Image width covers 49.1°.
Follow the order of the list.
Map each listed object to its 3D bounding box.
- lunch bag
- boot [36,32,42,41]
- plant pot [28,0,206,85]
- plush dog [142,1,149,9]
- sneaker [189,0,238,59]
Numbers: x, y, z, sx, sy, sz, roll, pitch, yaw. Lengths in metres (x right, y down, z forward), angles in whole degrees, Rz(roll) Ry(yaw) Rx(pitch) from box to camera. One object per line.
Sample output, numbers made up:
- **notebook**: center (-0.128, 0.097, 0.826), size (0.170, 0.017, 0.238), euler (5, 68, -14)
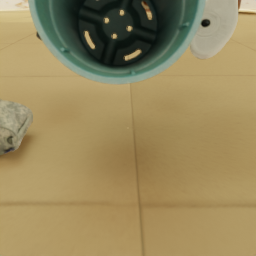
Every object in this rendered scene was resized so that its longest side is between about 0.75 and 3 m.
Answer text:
- **lunch bag**: center (-3.055, -0.024, 6.726), size (1.234, 1.025, 1.471), euler (-2, 28, 0)
- **boot**: center (-2.084, -2.651, 8.439), size (1.085, 0.432, 1.316), euler (34, 14, -12)
- **plant pot**: center (-0.212, -2.211, 5.398), size (2.655, 2.655, 2.600), euler (-1, 10, -2)
- **plush dog**: center (0.699, -4.227, 8.487), size (1.089, 1.166, 1.357), euler (22, 26, 11)
- **sneaker**: center (2.009, -2.428, 6.397), size (0.879, 2.405, 1.345), euler (17, -10, 14)
